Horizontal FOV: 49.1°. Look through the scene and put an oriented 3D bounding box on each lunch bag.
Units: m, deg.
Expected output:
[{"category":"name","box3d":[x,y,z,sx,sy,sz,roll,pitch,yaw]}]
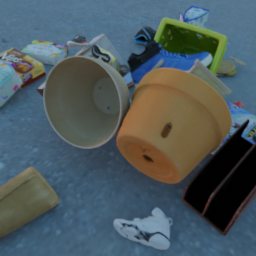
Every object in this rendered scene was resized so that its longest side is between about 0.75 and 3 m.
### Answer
[{"category":"lunch bag","box3d":[3.102,-4.988,14.088,1.213,1.619,1.904,23,49,22]},{"category":"lunch bag","box3d":[-5.523,-1.900,11.007,2.459,0.948,1.972,30,72,26]}]

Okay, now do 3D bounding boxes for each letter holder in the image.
[{"category":"letter holder","box3d":[2.910,0.991,7.219,2.859,2.032,1.438,-41,62,-21]}]

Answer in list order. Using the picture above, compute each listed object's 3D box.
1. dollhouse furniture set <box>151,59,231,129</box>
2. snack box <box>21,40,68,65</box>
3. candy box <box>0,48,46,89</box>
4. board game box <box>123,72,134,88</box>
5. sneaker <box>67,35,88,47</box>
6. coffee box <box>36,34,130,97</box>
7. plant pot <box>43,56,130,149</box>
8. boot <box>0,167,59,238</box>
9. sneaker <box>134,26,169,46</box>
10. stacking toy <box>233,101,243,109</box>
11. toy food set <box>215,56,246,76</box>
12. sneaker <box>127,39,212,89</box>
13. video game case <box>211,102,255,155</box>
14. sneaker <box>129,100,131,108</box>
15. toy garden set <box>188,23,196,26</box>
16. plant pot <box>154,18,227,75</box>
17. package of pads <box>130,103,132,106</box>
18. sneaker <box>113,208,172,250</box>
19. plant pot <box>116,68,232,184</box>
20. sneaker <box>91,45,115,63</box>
[{"category":"dollhouse furniture set","box3d":[1.719,-1.035,8.108,2.393,1.695,2.605,43,19,-4]},{"category":"snack box","box3d":[-4.003,-3.645,13.516,1.829,0.485,1.301,12,45,12]},{"category":"candy box","box3d":[-4.920,-2.681,12.406,2.295,0.648,1.339,32,54,27]},{"category":"board game box","box3d":[-1.027,-1.768,11.741,2.771,0.270,1.427,-31,53,-28]},{"category":"sneaker","box3d":[-1.702,-2.879,9.234,0.341,0.363,0.885,-8,9,31]},{"category":"coffee box","box3d":[-1.535,-1.672,9.741,2.831,1.619,1.129,-46,25,-16]},{"category":"plant pot","box3d":[-0.965,-0.844,8.365,2.556,2.556,1.716,21,21,20]},{"category":"boot","box3d":[-3.763,1.976,7.468,2.905,0.961,2.544,-35,67,-29]},{"category":"sneaker","box3d":[1.461,-4.375,14.068,2.540,0.930,1.041,21,52,33]},{"category":"stacking toy","box3d":[3.749,-0.498,10.260,1.103,0.515,1.219,4,44,3]},{"category":"toy food set","box3d":[4.267,-2.668,12.682,1.766,0.354,1.219,-20,40,-13]},{"category":"sneaker","box3d":[1.324,-2.397,9.523,2.779,1.546,1.067,-18,16,15]},{"category":"video game case","box3d":[3.509,0.232,9.258,1.956,0.444,1.773,-40,58,-19]},{"category":"sneaker","box3d":[-0.125,-0.761,10.297,1.562,0.630,0.652,38,22,33]},{"category":"toy garden set","box3d":[2.651,-3.684,10.513,1.010,0.201,0.842,23,12,13]},{"category":"plant pot","box3d":[2.255,-2.487,10.714,2.459,2.447,2.231,26,17,19]},{"category":"package of pads","box3d":[1.195,-0.809,10.149,1.419,0.626,1.836,38,37,30]},{"category":"sneaker","box3d":[0.413,2.470,7.199,1.485,0.558,0.854,17,46,10]},{"category":"plant pot","box3d":[0.984,0.130,7.336,2.763,2.763,1.934,25,62,24]},{"category":"sneaker","box3d":[-0.762,-2.220,8.553,0.904,0.353,0.408,41,28,25]}]
